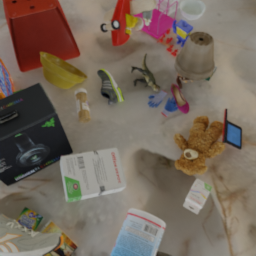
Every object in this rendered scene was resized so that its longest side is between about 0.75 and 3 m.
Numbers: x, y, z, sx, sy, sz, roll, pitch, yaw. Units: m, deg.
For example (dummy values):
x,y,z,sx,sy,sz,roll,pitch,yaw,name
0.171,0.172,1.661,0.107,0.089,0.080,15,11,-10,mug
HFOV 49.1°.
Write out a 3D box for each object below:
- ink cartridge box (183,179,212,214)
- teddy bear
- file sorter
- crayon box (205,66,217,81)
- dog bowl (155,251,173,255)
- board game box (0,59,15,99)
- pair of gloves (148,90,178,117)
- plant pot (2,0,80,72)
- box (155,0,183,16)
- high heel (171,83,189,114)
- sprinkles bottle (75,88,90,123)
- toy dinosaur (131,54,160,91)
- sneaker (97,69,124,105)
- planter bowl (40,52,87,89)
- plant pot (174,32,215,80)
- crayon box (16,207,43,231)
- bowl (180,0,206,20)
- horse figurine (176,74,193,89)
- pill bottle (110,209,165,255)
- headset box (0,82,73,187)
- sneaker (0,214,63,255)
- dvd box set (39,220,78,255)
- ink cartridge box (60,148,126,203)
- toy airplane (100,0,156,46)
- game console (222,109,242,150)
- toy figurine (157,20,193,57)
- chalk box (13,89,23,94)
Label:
x,y,z,sx,sy,sz,roll,pitch,yaw,name
2.212,2.191,8.947,0.563,0.324,0.961,28,66,15,ink cartridge box
2.465,0.491,9.640,2.362,0.788,1.712,-39,64,-19,teddy bear
1.018,-5.338,12.620,2.070,1.298,1.438,38,68,19,file sorter
3.027,-2.464,11.593,1.088,0.276,0.691,31,65,15,crayon box
0.685,4.666,7.264,2.929,0.859,2.929,0,60,0,dog bowl
-5.453,-1.259,9.676,2.414,2.415,2.416,-18,62,-10,board game box
1.370,-0.986,10.850,1.209,0.138,0.972,36,67,18,pair of gloves
-3.716,-4.311,11.463,2.634,2.323,2.636,-19,62,-10,plant pot
1.925,-6.155,13.417,1.078,0.708,1.084,41,68,20,box
1.899,-1.095,10.493,0.427,0.609,1.267,-32,51,13,high heel
-1.721,-0.844,10.576,0.455,0.455,1.335,-10,62,-5,sprinkles bottle
0.618,-2.149,11.322,0.922,0.496,2.091,-10,61,-13,toy dinosaur
-0.835,-1.624,10.947,0.695,0.635,1.718,-28,63,-11,sneaker
-2.637,-2.071,10.818,1.989,1.989,0.828,36,105,18,planter bowl
2.687,-2.868,10.830,1.582,1.373,1.582,1,52,-2,plant pot
-3.144,3.023,8.522,0.635,0.261,1.011,24,64,11,crayon box
2.979,-5.461,13.123,1.203,0.540,1.203,0,61,1,bowl
2.457,-2.256,11.194,1.550,0.387,1.027,-41,40,7,horse figurine
0.149,3.128,7.048,1.049,1.049,1.930,21,68,11,pill bottle
-3.266,0.246,8.601,2.477,2.845,1.320,-27,64,-15,headset box
-3.223,3.035,7.827,2.793,1.057,1.285,-8,74,2,sneaker
-2.210,3.477,8.318,1.199,0.176,0.877,37,67,19,dvd box set
-1.121,1.479,8.832,1.829,0.769,1.335,-7,67,-19,ink cartridge box
-0.001,-4.840,11.823,1.730,2.441,2.451,20,37,-41,toy airplane
3.508,0.026,9.360,0.642,0.932,1.081,4,45,19,game console
2.320,-3.807,11.748,1.170,1.328,2.217,-37,67,-19,toy figurine
-3.853,-1.025,10.532,0.671,0.675,1.085,-18,58,-9,chalk box
